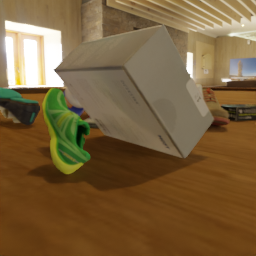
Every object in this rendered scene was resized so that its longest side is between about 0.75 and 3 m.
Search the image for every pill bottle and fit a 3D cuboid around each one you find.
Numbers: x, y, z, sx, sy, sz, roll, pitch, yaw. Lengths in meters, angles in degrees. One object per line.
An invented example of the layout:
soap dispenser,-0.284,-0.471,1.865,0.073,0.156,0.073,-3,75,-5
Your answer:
pill bottle,-1.623,-0.848,8.563,0.826,0.826,1.474,-8,-21,-37

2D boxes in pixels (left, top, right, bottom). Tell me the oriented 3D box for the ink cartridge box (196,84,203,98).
ink cartridge box,1.295,-0.838,8.533,1.668,0.706,1.206,4,23,35

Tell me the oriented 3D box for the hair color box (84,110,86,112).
hair color box,-0.872,-1.486,11.402,2.594,0.841,1.418,-30,34,-34

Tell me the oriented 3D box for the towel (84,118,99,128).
towel,-0.447,-0.276,9.058,1.783,0.308,1.716,2,10,15

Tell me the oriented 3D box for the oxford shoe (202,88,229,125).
oxford shoe,2.496,-0.779,9.263,1.049,1.114,2.978,12,10,-11

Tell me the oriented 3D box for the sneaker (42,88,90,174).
sneaker,-0.970,-0.010,4.608,0.659,1.576,0.584,-22,-29,3

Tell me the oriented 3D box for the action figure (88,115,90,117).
action figure,-1.315,-0.580,9.346,0.368,0.559,1.128,32,-23,-33

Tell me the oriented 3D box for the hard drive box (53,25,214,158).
hard drive box,-0.018,-0.715,5.877,1.088,2.208,2.833,-49,33,-19

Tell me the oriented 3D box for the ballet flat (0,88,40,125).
ballet flat,-3.864,-0.692,9.435,0.998,0.998,2.732,-10,22,-43

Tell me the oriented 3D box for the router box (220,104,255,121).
router box,4.276,-0.597,10.438,1.548,0.481,1.160,-3,11,-18
